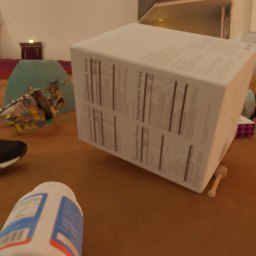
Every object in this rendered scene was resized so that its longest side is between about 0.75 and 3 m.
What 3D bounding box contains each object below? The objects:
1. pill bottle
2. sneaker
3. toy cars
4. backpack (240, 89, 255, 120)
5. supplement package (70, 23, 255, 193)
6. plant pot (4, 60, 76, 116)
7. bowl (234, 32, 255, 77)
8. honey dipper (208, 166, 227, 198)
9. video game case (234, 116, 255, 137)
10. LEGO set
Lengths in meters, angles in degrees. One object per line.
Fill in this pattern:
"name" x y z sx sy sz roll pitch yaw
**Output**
"pill bottle" -0.782 1.011 2.583 0.730 0.730 1.300 -1 14 -5
"sneaker" -2.739 0.297 4.758 1.875 0.821 0.710 -6 24 -4
"toy cars" -2.976 -0.490 8.317 1.786 0.801 0.395 -10 50 -44
"backpack" 3.511 -0.716 8.460 0.626 0.825 0.989 -16 -26 3
"supplement package" 0.573 -0.529 4.765 2.397 1.806 1.819 21 39 26
"plant pot" -3.319 -1.632 10.615 2.746 1.849 2.746 0 15 0
"bowl" 4.401 -2.551 9.367 2.059 0.770 2.062 16 45 20
"honey dipper" 1.388 0.834 4.386 0.177 0.177 0.931 8 18 27
"video game case" 1.890 -0.175 7.735 2.259 0.405 2.048 -3 16 -7
"LEGO set" -2.458 -0.706 7.285 1.315 0.991 1.710 -2 34 29
